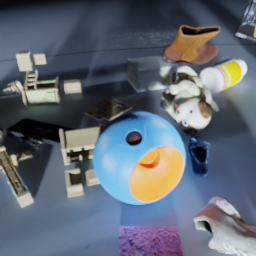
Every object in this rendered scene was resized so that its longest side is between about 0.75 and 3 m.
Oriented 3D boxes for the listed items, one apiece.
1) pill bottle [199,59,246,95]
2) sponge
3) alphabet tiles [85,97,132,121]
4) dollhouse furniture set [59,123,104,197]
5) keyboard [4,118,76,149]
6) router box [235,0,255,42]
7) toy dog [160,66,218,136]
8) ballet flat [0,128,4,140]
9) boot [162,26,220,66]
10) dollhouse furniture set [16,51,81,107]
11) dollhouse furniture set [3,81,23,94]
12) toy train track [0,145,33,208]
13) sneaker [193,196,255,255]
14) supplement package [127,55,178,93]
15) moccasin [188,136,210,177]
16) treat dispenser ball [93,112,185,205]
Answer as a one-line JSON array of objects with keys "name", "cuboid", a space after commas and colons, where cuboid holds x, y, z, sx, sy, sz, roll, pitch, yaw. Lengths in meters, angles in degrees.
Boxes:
[{"name": "pill bottle", "cuboid": [4.522, -2.494, 13.149, 2.434, 1.269, 1.269, -26, 42, -32]}, {"name": "sponge", "cuboid": [0.510, 2.708, 6.548, 1.467, 0.219, 0.818, 0, 35, 1]}, {"name": "alphabet tiles", "cuboid": [-0.901, -0.790, 11.753, 1.392, 0.063, 1.665, 28, 43, 34]}, {"name": "dollhouse furniture set", "cuboid": [-0.841, 1.019, 8.596, 2.213, 1.231, 1.958, -8, 60, -12]}, {"name": "keyboard", "cuboid": [-3.145, 0.279, 10.011, 2.513, 0.322, 1.509, 11, 30, 17]}, {"name": "router box", "cuboid": [4.408, -3.616, 9.251, 1.154, 1.468, 0.383, 24, 8, 10]}, {"name": "toy dog", "cuboid": [2.348, -0.790, 10.655, 2.388, 1.718, 2.463, 34, 31, -13]}, {"name": "ballet flat", "cuboid": [-5.511, -0.118, 10.356, 2.310, 0.535, 0.778, 19, 39, 25]}, {"name": "boot", "cuboid": [2.824, -3.374, 10.963, 2.545, 0.926, 2.704, 1, -8, -9]}, {"name": "dollhouse furniture set", "cuboid": [-3.301, -2.157, 11.916, 2.394, 2.118, 1.331, -6, 36, -7]}, {"name": "dollhouse furniture set", "cuboid": [-5.419, -1.709, 13.006, 0.991, 0.484, 0.845, -18, 30, 17]}, {"name": "toy train track", "cuboid": [-3.568, 1.254, 8.446, 1.660, 0.471, 2.895, -22, 41, -28]}, {"name": "sneaker", "cuboid": [2.450, 2.601, 6.303, 1.067, 0.878, 2.319, -27, 35, -22]}, {"name": "supplement package", "cuboid": [1.138, -2.661, 13.524, 2.011, 1.115, 1.566, -11, 36, -14]}, {"name": "moccasin", "cuboid": [2.348, 0.768, 8.999, 0.731, 0.620, 1.818, 0, 35, 0]}, {"name": "treat dispenser ball", "cuboid": [0.281, 0.784, 7.457, 2.433, 2.433, 2.433, 0, 35, 0]}]
